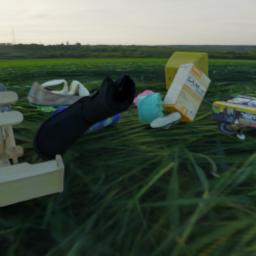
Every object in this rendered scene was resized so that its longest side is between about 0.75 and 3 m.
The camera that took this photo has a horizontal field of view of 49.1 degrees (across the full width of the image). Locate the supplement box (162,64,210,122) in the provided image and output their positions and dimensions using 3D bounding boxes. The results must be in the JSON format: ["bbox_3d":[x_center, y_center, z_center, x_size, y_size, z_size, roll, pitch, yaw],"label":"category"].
[{"bbox_3d":[2.222,-1.322,10.647,1.182,1.875,0.690,33,-14,-30],"label":"supplement box"}]

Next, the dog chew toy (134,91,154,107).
[{"bbox_3d":[0.755,-1.328,13.297,1.161,0.723,0.723,-24,28,-34],"label":"dog chew toy"}]

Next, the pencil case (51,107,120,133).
[{"bbox_3d":[-1.350,-0.405,9.484,1.027,1.143,2.631,49,36,17],"label":"pencil case"}]

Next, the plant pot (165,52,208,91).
[{"bbox_3d":[3.457,-3.293,17.271,2.245,2.245,1.980,13,34,35],"label":"plant pot"}]

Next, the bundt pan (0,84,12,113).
[{"bbox_3d":[-3.964,-0.285,7.129,2.127,2.127,0.798,11,0,30],"label":"bundt pan"}]

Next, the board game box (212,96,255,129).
[{"bbox_3d":[4.957,-0.612,10.950,2.104,0.722,2.545,-17,24,-38],"label":"board game box"}]

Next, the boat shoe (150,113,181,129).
[{"bbox_3d":[1.229,-0.188,9.142,1.012,0.313,0.379,-24,52,-2],"label":"boat shoe"}]

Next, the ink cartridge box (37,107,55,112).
[{"bbox_3d":[-3.667,-0.960,12.722,0.784,0.297,0.579,11,21,34],"label":"ink cartridge box"}]

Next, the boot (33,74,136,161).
[{"bbox_3d":[-1.067,-0.321,7.089,2.120,0.964,2.523,-21,22,47],"label":"boot"}]

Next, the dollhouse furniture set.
[{"bbox_3d":[-2.250,0.479,5.960,1.277,1.803,1.963,-10,48,-24],"label":"dollhouse furniture set"}]

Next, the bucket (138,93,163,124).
[{"bbox_3d":[0.832,-0.682,10.344,0.757,1.164,1.164,-5,16,16],"label":"bucket"}]

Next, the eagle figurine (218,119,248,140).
[{"bbox_3d":[3.531,0.020,9.308,0.666,0.670,0.883,-46,9,-21],"label":"eagle figurine"}]

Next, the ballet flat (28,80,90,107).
[{"bbox_3d":[-2.105,-1.193,9.855,2.766,0.930,0.941,-4,24,-46],"label":"ballet flat"}]
